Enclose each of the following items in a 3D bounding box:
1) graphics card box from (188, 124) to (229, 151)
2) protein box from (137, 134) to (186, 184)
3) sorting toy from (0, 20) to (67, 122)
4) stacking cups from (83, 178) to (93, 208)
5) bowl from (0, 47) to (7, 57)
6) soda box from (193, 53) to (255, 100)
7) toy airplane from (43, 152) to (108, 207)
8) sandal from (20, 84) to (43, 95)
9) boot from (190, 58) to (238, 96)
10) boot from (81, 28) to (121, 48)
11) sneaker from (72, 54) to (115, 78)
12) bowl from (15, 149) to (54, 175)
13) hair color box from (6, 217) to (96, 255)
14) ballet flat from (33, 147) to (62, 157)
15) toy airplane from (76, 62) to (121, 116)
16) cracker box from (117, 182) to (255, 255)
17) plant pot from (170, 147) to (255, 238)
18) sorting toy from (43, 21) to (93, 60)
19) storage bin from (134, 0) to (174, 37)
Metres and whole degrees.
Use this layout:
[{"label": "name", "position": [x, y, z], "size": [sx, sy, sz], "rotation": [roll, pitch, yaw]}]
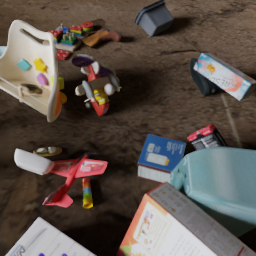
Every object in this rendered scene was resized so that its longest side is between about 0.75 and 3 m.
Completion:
[{"label": "graphics card box", "position": [2.124, 0.547, 7.034], "size": [0.296, 0.729, 1.163], "rotation": [-35, 91, -44]}, {"label": "protein box", "position": [0.876, 0.847, 7.326], "size": [1.023, 0.690, 1.016], "rotation": [13, 49, 12]}, {"label": "sorting toy", "position": [-2.850, -1.900, 8.548], "size": [2.620, 2.358, 1.399], "rotation": [29, 40, 19]}, {"label": "stacking cups", "position": [-1.035, 1.606, 6.988], "size": [0.236, 0.236, 0.780], "rotation": [-8, 44, -8]}, {"label": "bowl", "position": [-4.705, -2.401, 10.320], "size": [1.175, 0.632, 1.175], "rotation": [0, 47, 0]}, {"label": "soda box", "position": [3.030, -1.643, 8.785], "size": [0.648, 0.603, 1.896], "rotation": [-14, 47, -45]}, {"label": "toy airplane", "position": [-1.389, 1.250, 6.907], "size": [1.954, 0.359, 1.954], "rotation": [-18, 28, 10]}, {"label": "sandal", "position": [-2.906, -1.133, 8.501], "size": [0.401, 0.981, 0.268], "rotation": [2, 80, 6]}, {"label": "boot", "position": [3.064, -1.869, 9.815], "size": [1.430, 0.650, 1.701], "rotation": [-10, 53, -6]}, {"label": "boot", "position": [-1.101, -3.679, 11.616], "size": [1.312, 0.449, 1.235], "rotation": [-36, 57, -27]}, {"label": "sneaker", "position": [-1.171, -1.912, 9.229], "size": [1.524, 0.614, 0.636], "rotation": [23, 70, -4]}, {"label": "bowl", "position": [-2.371, 0.898, 7.020], "size": [0.980, 0.979, 0.366], "rotation": [21, 73, -10]}, {"label": "hair color box", "position": [-0.991, 3.167, 5.054], "size": [2.975, 0.964, 1.626], "rotation": [26, 54, 19]}, {"label": "ballet flat", "position": [-2.244, 0.654, 7.807], "size": [0.779, 0.246, 0.268], "rotation": [-13, 49, -12]}, {"label": "toy airplane", "position": [-0.848, -1.279, 8.542], "size": [1.036, 1.462, 1.468], "rotation": [9, 68, 36]}, {"label": "cracker box", "position": [1.180, 2.509, 4.943], "size": [2.680, 1.795, 0.773], "rotation": [38, 33, 28]}, {"label": "plant pot", "position": [1.731, 1.294, 5.850], "size": [1.529, 1.502, 1.497], "rotation": [13, 49, -12]}, {"label": "sorting toy", "position": [-2.676, -3.860, 11.742], "size": [1.427, 0.501, 2.961], "rotation": [15, 50, 14]}, {"label": "storage bin", "position": [1.176, -4.684, 12.252], "size": [1.503, 1.094, 1.009], "rotation": [-33, 83, -27]}]
